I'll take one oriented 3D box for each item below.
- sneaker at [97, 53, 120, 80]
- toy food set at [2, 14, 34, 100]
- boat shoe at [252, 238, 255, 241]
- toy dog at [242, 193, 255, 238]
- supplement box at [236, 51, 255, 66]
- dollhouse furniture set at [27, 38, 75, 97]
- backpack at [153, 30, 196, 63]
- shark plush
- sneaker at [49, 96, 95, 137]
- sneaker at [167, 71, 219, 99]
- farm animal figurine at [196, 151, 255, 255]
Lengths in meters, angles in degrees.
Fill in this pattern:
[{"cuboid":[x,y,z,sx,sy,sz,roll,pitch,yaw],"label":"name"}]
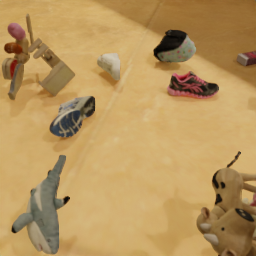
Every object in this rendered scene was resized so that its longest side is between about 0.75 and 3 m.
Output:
[{"cuboid":[-0.713,-2.244,10.297,0.827,0.711,1.954,-2,29,-8],"label":"sneaker"},{"cuboid":[-3.743,-2.482,9.250,0.432,1.743,2.741,7,54,-5],"label":"toy food set"},{"cuboid":[2.309,2.215,4.749,1.124,0.404,0.382,27,5,-8],"label":"boat shoe"},{"cuboid":[2.447,1.693,5.421,1.059,1.027,0.739,-44,56,0],"label":"toy dog"},{"cuboid":[4.959,-2.807,11.259,0.985,0.300,0.536,-13,41,-14],"label":"supplement box"},{"cuboid":[-2.686,-1.983,9.542,1.032,1.361,1.553,-45,55,-1],"label":"dollhouse furniture set"},{"cuboid":[1.836,-3.099,10.761,1.515,0.959,1.264,19,77,57],"label":"backpack"},{"cuboid":[-1.350,1.334,5.032,0.692,0.755,1.662,3,53,16],"label":"shark plush"},{"cuboid":[-1.714,-0.346,8.130,0.805,0.728,1.889,8,32,25],"label":"sneaker"},{"cuboid":[2.183,-1.479,9.284,1.710,0.816,0.676,3,38,1],"label":"sneaker"},{"cuboid":[1.646,1.732,4.040,1.422,2.698,2.728,8,0,2],"label":"farm animal figurine"}]
